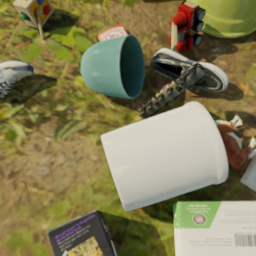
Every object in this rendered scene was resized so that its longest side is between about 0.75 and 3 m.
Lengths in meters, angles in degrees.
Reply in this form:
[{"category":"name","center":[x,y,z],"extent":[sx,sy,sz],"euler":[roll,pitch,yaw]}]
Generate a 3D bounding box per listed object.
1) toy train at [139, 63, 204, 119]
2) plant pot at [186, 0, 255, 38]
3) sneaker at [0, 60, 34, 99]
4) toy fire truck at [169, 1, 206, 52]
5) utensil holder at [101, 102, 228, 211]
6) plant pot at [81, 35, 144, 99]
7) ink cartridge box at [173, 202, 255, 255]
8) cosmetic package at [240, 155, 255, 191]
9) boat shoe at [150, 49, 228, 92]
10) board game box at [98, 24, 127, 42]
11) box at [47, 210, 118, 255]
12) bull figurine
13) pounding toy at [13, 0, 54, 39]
[{"category":"toy train","center":[1.099,-0.949,7.718],"extent":[0.439,2.572,0.589],"euler":[30,51,-20]},{"category":"plant pot","center":[3.347,-4.725,8.696],"extent":[2.739,2.518,2.739],"euler":[-1,67,3]},{"category":"sneaker","center":[-3.936,-1.352,8.663],"extent":[2.254,0.868,0.960],"euler":[-17,82,2]},{"category":"toy fire truck","center":[1.602,-2.851,8.562],"extent":[1.596,1.404,1.027],"euler":[-37,59,-19]},{"category":"utensil holder","center":[0.829,0.754,7.196],"extent":[2.577,2.190,2.190],"euler":[-19,72,-3]},{"category":"plant pot","center":[-0.499,-1.758,8.272],"extent":[1.442,1.796,1.796],"euler":[3,70,25]},{"category":"ink cartridge box","center":[2.221,3.265,6.816],"extent":[2.057,1.188,2.817],"euler":[0,71,0]},{"category":"cosmetic package","center":[3.950,1.059,7.899],"extent":[0.788,0.554,1.554],"euler":[33,75,10]},{"category":"boat shoe","center":[1.812,-1.635,8.496],"extent":[2.400,0.886,0.820],"euler":[30,51,7]},{"category":"board game box","center":[-0.359,-2.791,9.337],"extent":[0.877,0.268,1.158],"euler":[-27,74,-9]},{"category":"box","center":[-0.825,3.325,6.660],"extent":[1.256,1.447,2.368],"euler":[-22,73,-7]},{"category":"bull figurine","center":[2.911,0.275,8.061],"extent":[1.109,0.595,1.827],"euler":[-38,81,21]},{"category":"pounding toy","center":[-3.070,-3.846,9.348],"extent":[0.846,1.096,1.190],"euler":[23,73,20]}]
